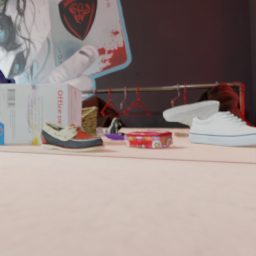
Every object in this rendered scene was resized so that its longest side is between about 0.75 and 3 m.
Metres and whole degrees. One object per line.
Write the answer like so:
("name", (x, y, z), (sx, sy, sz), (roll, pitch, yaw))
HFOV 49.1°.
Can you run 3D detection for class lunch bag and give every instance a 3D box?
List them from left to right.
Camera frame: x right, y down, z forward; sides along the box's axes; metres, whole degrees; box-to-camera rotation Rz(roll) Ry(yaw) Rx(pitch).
("lunch bag", (0.536, 0.337, 7.823), (1.217, 0.499, 1.072), (0, 5, 37))

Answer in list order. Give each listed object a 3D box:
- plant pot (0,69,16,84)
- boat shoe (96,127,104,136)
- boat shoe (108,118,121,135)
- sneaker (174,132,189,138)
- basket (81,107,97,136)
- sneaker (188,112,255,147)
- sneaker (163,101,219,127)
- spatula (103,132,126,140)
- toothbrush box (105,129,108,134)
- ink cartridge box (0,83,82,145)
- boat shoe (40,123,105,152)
("plant pot", (-5.699, -0.808, 10.108), (2.836, 2.836, 2.550), (0, -5, 10))
("boat shoe", (-1.693, 0.194, 16.409), (0.535, 0.475, 1.453), (0, 1, -15))
("boat shoe", (-0.513, -0.006, 12.334), (0.480, 0.510, 1.419), (-1, 28, 11))
("sneaker", (2.617, 0.355, 13.678), (0.773, 0.276, 0.309), (7, 1, 44))
("basket", (-2.740, -0.338, 15.128), (1.521, 1.588, 2.131), (0, 2, -31))
("sneaker", (3.063, 0.014, 8.703), (1.083, 1.050, 2.967), (-1, 1, -38))
("sneaker", (2.738, -0.192, 11.870), (2.665, 1.540, 0.982), (-10, 18, -20))
("spatula", (-0.395, 0.343, 12.372), (0.788, 0.286, 2.787), (3, 2, 10))
("toothbrush box", (-0.918, 0.258, 15.289), (0.648, 0.377, 0.885), (0, 1, -12))
("ink cartridge box", (-2.949, -0.409, 9.233), (2.548, 1.876, 1.843), (1, 1, 3))
("boat shoe", (-1.490, 0.229, 7.184), (2.185, 0.684, 0.778), (2, 0, 39))
